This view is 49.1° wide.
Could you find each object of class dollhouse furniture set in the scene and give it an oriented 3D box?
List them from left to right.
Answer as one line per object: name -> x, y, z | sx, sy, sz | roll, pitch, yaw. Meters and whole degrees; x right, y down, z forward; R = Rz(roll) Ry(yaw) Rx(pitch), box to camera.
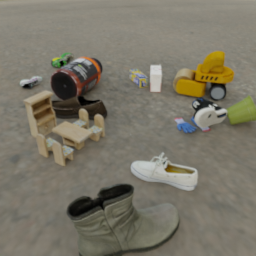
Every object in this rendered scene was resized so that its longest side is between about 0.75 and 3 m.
dollhouse furniture set -> -2.293, -0.182, 9.520 | 2.275, 1.481, 2.090 | 20, 37, 29

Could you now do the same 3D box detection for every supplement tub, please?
supplement tub -> -2.240, -2.394, 13.065 | 1.508, 1.508, 2.821 | 12, 33, 19

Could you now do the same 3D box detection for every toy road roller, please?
toy road roller -> 3.471, -2.513, 12.838 | 2.613, 1.907, 1.606 | 9, 33, 14

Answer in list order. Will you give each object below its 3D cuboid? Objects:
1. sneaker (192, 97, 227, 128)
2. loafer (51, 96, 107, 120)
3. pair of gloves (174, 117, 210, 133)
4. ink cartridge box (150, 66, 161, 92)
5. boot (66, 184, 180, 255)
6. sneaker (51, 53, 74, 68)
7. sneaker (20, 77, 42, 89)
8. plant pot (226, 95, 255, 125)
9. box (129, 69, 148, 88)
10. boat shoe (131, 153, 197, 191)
sneaker -> 2.591, -0.605, 9.971 | 2.025, 0.740, 1.133 | -3, 36, -49
loafer -> -2.065, -0.933, 11.270 | 2.502, 0.893, 0.913 | 4, 32, 6
pair of gloves -> 2.487, -0.149, 10.726 | 1.369, 0.156, 1.101 | -8, 33, -12
ink cartridge box -> 1.345, -2.481, 13.745 | 0.526, 0.908, 1.559 | 3, 31, 4
boot -> 0.072, 1.885, 5.986 | 2.612, 1.706, 0.884 | -15, 35, -23
sneaker -> -3.736, -3.897, 16.437 | 0.660, 0.604, 1.549 | 27, 49, 25
sneaker -> -4.693, -2.135, 13.713 | 1.079, 0.419, 0.755 | -21, 38, -15
plant pot -> 4.266, -0.575, 10.606 | 0.977, 1.029, 1.029 | -21, 28, 17
box -> 0.514, -2.531, 14.206 | 0.456, 0.497, 1.419 | -12, 34, -18
boat shoe -> 1.011, 1.137, 8.005 | 1.970, 0.840, 0.728 | 14, 35, 22
